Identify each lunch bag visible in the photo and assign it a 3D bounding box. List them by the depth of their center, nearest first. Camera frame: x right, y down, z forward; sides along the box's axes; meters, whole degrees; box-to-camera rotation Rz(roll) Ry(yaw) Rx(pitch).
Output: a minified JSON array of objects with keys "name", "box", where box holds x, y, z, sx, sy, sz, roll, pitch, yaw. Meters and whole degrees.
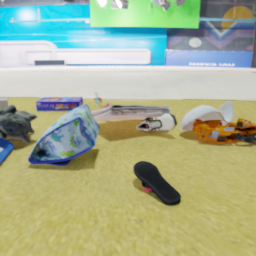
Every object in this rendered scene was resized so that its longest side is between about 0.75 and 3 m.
[{"name":"lunch bag","box":[-1.788,0.291,7.830,1.814,1.156,1.542,-25,15,6]}]

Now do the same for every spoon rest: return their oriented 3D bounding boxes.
[{"name":"spoon rest","box":[3.076,-0.377,10.401,2.902,0.880,1.442,-14,-17,-40]}]

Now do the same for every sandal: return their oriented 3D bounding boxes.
[{"name":"sandal","box":[0.564,1.233,6.127,0.565,0.339,1.504,-14,35,-25]}]

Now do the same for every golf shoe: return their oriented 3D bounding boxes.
[{"name":"golf shoe","box":[1.020,-0.101,9.981,0.711,0.623,1.613,-22,7,-40]}]

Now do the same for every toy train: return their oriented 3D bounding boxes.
[{"name":"toy train","box":[-1.029,-1.080,11.932,1.026,0.771,0.285,46,56,11]}]

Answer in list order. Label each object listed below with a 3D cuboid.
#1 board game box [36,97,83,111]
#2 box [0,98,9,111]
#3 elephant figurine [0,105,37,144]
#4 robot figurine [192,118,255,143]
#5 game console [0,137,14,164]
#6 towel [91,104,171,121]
[{"name":"board game box","box":[-3.445,-1.239,14.311,2.118,0.474,1.424,-1,16,-2]},{"name":"box","box":[-6.598,-1.052,13.390,1.607,0.625,0.763,-5,17,-18]},{"name":"elephant figurine","box":[-3.540,-0.045,8.963,1.405,1.281,1.811,-30,24,-33]},{"name":"robot figurine","box":[3.360,0.074,9.453,2.160,0.629,1.566,-1,17,-2]},{"name":"game console","box":[-4.344,0.827,7.654,1.658,1.150,1.943,29,11,-14]},{"name":"towel","box":[-0.062,-0.561,10.728,2.567,0.414,2.452,-2,-3,-29]}]
